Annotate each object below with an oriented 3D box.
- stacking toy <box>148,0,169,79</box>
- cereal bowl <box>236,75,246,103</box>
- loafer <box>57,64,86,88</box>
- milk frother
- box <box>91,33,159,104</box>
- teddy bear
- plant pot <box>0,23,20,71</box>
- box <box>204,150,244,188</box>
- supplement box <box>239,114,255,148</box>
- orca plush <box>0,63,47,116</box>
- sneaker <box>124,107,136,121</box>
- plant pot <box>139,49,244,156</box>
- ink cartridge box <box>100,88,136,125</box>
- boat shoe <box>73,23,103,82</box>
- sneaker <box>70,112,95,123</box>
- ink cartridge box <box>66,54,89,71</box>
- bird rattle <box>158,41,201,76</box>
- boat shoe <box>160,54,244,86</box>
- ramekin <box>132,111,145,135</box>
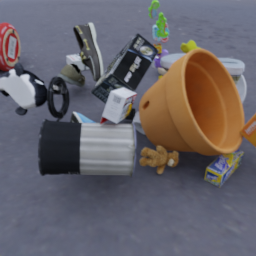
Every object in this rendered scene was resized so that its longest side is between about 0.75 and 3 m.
[{"bbox_3d":[1.130,-2.712,9.255,0.600,2.554,1.925,-8,37,1],"label":"stacking toy"},{"bbox_3d":[3.423,-1.419,10.645,2.061,2.061,0.858,17,14,25],"label":"cereal bowl"},{"bbox_3d":[-2.240,-2.272,11.994,0.847,0.785,2.253,30,9,1],"label":"loafer"},{"bbox_3d":[-0.929,-0.045,6.693,2.076,2.207,1.991,2,13,-8],"label":"milk frother"},{"bbox_3d":[-0.162,-1.761,8.993,1.671,0.879,2.041,-60,16,-21],"label":"box"},{"bbox_3d":[0.857,0.873,7.753,1.107,0.802,0.369,24,5,-6],"label":"teddy bear"},{"bbox_3d":[-7.176,-4.269,14.432,2.490,2.734,2.734,7,32,5],"label":"plant pot"},{"bbox_3d":[2.732,1.071,7.926,0.488,0.448,1.393,25,41,35],"label":"box"},{"bbox_3d":[4.334,0.668,7.064,1.006,0.973,2.924,-29,65,-30],"label":"supplement box"},{"bbox_3d":[-3.204,-1.209,8.925,1.050,1.554,2.953,-13,8,-42],"label":"orca plush"},{"bbox_3d":[-0.157,-0.580,9.801,0.677,1.492,0.567,0,71,12],"label":"sneaker"},{"bbox_3d":[1.668,-0.485,7.990,2.005,2.864,2.864,-21,11,44],"label":"plant pot"},{"bbox_3d":[-0.218,-0.443,6.427,0.390,0.818,0.931,25,19,9],"label":"ink cartridge box"},{"bbox_3d":[-1.686,-3.169,11.944,0.868,1.027,2.882,-9,69,-15],"label":"boat shoe"},{"bbox_3d":[-1.085,0.290,9.010,1.121,0.976,2.491,-4,32,-41],"label":"sneaker"},{"bbox_3d":[-2.503,-3.610,15.294,1.485,0.617,1.088,-18,36,-26],"label":"ink cartridge box"},{"bbox_3d":[2.671,-2.982,14.092,2.341,1.617,2.871,-1,43,20],"label":"bird rattle"},{"bbox_3d":[2.305,-1.785,8.926,2.614,0.811,0.941,8,36,8],"label":"boat shoe"},{"bbox_3d":[0.559,-0.129,9.383,0.913,0.913,0.425,20,64,29],"label":"ramekin"}]
